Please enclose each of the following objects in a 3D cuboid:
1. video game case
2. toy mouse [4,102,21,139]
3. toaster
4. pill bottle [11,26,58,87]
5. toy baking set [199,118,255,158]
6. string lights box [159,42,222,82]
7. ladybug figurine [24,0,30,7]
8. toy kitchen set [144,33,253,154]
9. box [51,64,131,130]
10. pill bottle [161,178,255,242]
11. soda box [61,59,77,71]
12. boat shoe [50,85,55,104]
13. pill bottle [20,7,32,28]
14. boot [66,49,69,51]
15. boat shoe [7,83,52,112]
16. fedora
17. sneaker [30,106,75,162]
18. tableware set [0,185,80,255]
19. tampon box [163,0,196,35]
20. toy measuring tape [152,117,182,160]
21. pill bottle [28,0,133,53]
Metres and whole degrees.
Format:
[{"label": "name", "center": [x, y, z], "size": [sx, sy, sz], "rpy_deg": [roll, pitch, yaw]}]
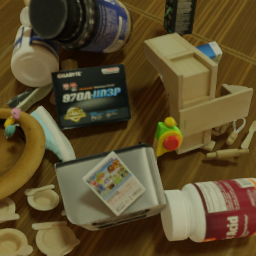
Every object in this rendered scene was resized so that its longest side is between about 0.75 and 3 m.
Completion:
[{"label": "video game case", "center": [-0.225, 0.972, 4.821], "size": [0.681, 0.086, 0.951], "rpy_deg": [-41, 110, -8]}, {"label": "toy mouse", "center": [-2.755, -0.137, 6.645], "size": [0.194, 0.890, 1.002], "rpy_deg": [21, 90, -30]}, {"label": "toaster", "center": [-0.260, 1.351, 6.209], "size": [2.314, 2.092, 1.373], "rpy_deg": [-13, 68, -6]}, {"label": "pill bottle", "center": [-2.683, -2.336, 8.263], "size": [1.234, 1.234, 2.222], "rpy_deg": [-9, 47, -4]}, {"label": "toy baking set", "center": [2.708, 0.221, 7.503], "size": [1.652, 0.192, 1.268], "rpy_deg": [-5, 55, 17]}, {"label": "string lights box", "center": [1.846, -1.920, 8.423], "size": [1.708, 0.877, 0.503], "rpy_deg": [-19, 67, -9]}, {"label": "ladybug figurine", "center": [-2.629, -4.534, 9.518], "size": [1.760, 0.933, 2.593], "rpy_deg": [19, 65, -18]}, {"label": "toy kitchen set", "center": [1.781, -1.048, 7.492], "size": [1.951, 2.391, 2.157], "rpy_deg": [-17, 41, -10]}, {"label": "box", "center": [-0.989, -0.858, 7.678], "size": [1.960, 0.451, 1.558], "rpy_deg": [-8, 98, -8]}, {"label": "pill bottle", "center": [1.916, 1.851, 6.301], "size": [2.203, 1.258, 1.258], "rpy_deg": [-5, 64, -7]}, {"label": "soda box", "center": [-1.661, -1.433, 8.066], "size": [0.343, 0.324, 1.013], "rpy_deg": [-7, 87, 28]}, {"label": "boat shoe", "center": [-2.027, -1.224, 8.355], "size": [0.452, 0.477, 1.259], "rpy_deg": [15, 56, 11]}, {"label": "pill bottle", "center": [-2.414, -2.939, 7.625], "size": [0.500, 0.500, 0.882], "rpy_deg": [44, 29, 19]}, {"label": "boot", "center": [-2.011, -3.431, 8.813], "size": [0.664, 1.671, 1.919], "rpy_deg": [-9, 36, 5]}, {"label": "boat shoe", "center": [-2.833, -0.987, 8.152], "size": [0.479, 0.508, 1.416], "rpy_deg": [41, 67, 16]}, {"label": "fedora", "center": [-3.304, 0.774, 6.970], "size": [2.706, 1.104, 2.706], "rpy_deg": [2, 54, -3]}, {"label": "sneaker", "center": [-2.125, 0.355, 7.501], "size": [0.805, 0.727, 1.966], "rpy_deg": [-37, 63, -2]}, {"label": "tableware set", "center": [-2.224, 2.026, 6.091], "size": [1.861, 0.258, 2.227], "rpy_deg": [-2, 32, -37]}, {"label": "tampon box", "center": [1.599, -3.603, 8.727], "size": [0.715, 1.132, 0.848], "rpy_deg": [-5, 39, -8]}, {"label": "toy measuring tape", "center": [0.924, 0.522, 6.805], "size": [0.652, 1.772, 0.652], "rpy_deg": [6, 32, -4]}, {"label": "pill bottle", "center": [-1.190, -2.919, 7.647], "size": [1.605, 1.605, 2.870], "rpy_deg": [38, 26, 17]}]
